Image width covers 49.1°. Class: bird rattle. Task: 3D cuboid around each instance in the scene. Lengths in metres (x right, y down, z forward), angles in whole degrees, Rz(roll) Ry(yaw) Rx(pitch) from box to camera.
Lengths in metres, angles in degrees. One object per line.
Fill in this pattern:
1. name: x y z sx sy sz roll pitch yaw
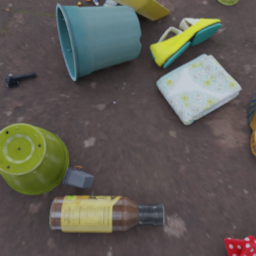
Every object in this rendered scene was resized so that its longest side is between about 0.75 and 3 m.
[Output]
1. bird rattle: 3.672 3.235 6.335 2.712 1.528 2.211 -28 82 -10

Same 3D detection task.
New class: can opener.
1. can opener: -3.621 -1.685 9.448 1.044 0.411 0.331 -20 25 -13

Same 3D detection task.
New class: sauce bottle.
1. sauce bottle: -0.504 2.193 7.099 2.783 0.901 0.901 2 63 -2

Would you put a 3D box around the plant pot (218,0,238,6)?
1. plant pot: 4.040 -5.505 10.951 0.973 0.894 0.973 1 73 -2

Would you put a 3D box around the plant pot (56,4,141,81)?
1. plant pot: -0.926 -2.908 9.072 2.266 2.314 2.314 -16 64 -16

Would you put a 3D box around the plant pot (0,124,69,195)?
1. plant pot: -2.537 0.715 7.110 1.866 1.797 1.866 2 74 -6

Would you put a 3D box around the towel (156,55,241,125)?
1. towel: 2.201 -1.285 8.882 2.079 0.501 1.780 -30 61 -3

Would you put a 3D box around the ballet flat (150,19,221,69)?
1. ballet flat: 1.955 -3.186 9.671 2.953 0.987 0.990 -37 82 -17

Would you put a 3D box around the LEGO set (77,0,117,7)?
1. LEGO set: -1.233 -4.955 11.085 1.473 0.362 1.101 14 60 7

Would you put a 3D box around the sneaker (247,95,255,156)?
1. sneaker: 4.253 -0.092 8.400 0.993 0.848 2.254 12 69 -7

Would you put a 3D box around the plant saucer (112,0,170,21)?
1. plant saucer: 0.048 -4.664 10.158 2.520 0.610 2.519 33 23 15

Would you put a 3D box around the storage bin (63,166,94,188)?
1. storage bin: -1.251 1.317 7.362 0.510 0.759 0.552 15 84 19
